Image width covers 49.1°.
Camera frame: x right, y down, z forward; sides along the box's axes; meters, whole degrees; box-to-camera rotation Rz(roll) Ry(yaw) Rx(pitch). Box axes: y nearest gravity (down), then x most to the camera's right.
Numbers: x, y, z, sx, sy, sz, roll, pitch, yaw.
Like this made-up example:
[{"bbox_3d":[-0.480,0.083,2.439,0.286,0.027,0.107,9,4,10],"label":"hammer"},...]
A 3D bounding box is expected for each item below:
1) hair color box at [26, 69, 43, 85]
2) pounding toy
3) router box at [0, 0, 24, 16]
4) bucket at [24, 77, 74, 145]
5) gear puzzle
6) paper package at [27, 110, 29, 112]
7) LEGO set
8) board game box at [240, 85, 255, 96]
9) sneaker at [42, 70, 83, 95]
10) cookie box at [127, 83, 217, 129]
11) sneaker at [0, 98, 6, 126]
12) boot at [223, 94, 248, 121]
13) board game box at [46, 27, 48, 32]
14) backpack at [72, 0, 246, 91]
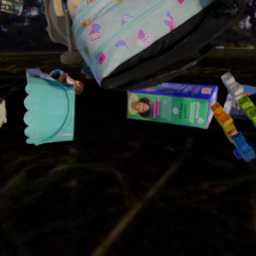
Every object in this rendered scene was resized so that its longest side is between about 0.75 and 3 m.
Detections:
[{"bbox_3d":[-4.586,-2.251,13.809,0.665,1.086,2.193,-7,20,-20],"label":"hair color box"},{"bbox_3d":[-1.457,-3.285,8.359,1.544,2.700,1.549,-12,3,-33],"label":"pounding toy"},{"bbox_3d":[-4.115,-4.328,9.821,0.767,0.575,0.238,-3,47,-42],"label":"router box"},{"bbox_3d":[-2.069,-0.444,7.520,1.183,1.818,1.818,1,18,-13],"label":"bucket"},{"bbox_3d":[-0.267,-1.290,6.327,1.504,0.779,0.197,19,-15,-19],"label":"gear puzzle"},{"bbox_3d":[-3.369,-0.767,10.468,0.740,0.402,0.777,-5,20,-14],"label":"paper package"},{"bbox_3d":[2.897,0.044,6.964,1.083,1.165,2.840,-32,45,13],"label":"LEGO set"},{"bbox_3d":[5.660,-1.761,13.687,1.142,0.281,1.445,18,30,31],"label":"board game box"},{"bbox_3d":[-3.016,-2.180,13.330,1.044,1.256,2.787,7,20,19],"label":"sneaker"},{"bbox_3d":[1.617,-0.910,9.896,2.706,1.017,2.314,7,20,21],"label":"cookie box"},{"bbox_3d":[-3.969,-0.002,7.697,0.767,0.897,2.060,7,38,15],"label":"sneaker"},{"bbox_3d":[3.942,-0.723,10.138,0.865,0.697,1.915,17,29,18],"label":"boot"},{"bbox_3d":[-2.445,-3.596,9.539,0.135,0.777,0.491,44,17,-10],"label":"board game box"},{"bbox_3d":[0.459,-1.947,5.367,2.938,1.860,2.452,-29,-8,7],"label":"backpack"}]
